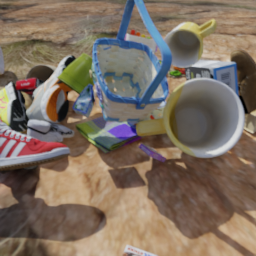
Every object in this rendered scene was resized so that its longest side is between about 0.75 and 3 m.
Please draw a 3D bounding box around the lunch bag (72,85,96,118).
[{"bbox_3d":[-1.092,-0.710,7.384,0.486,0.763,0.649,20,-9,-1],"label":"lunch bag"}]

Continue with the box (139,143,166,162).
[{"bbox_3d":[0.675,0.693,7.754,0.514,0.147,0.751,36,6,38],"label":"box"}]

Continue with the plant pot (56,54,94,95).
[{"bbox_3d":[-1.347,-1.569,8.248,1.086,1.086,1.046,32,85,40],"label":"plant pot"}]

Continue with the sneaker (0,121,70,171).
[{"bbox_3d":[-2.613,0.219,6.280,2.491,1.401,0.887,-7,-10,-3],"label":"sneaker"}]

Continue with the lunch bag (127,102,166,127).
[{"bbox_3d":[0.551,-0.682,9.285,1.444,0.681,1.802,-13,31,-7],"label":"lunch bag"}]

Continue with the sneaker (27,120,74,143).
[{"bbox_3d":[-2.371,0.349,8.339,0.632,0.967,1.683,22,4,31],"label":"sneaker"}]

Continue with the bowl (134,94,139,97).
[{"bbox_3d":[0.216,-1.105,9.068,0.785,0.353,0.785,-9,26,5],"label":"bowl"}]

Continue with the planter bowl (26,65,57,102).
[{"bbox_3d":[-2.927,-1.631,10.687,1.601,1.601,1.077,11,19,17],"label":"planter bowl"}]

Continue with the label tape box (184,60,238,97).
[{"bbox_3d":[2.457,-1.206,9.093,0.834,1.809,2.524,-18,20,-14],"label":"label tape box"}]

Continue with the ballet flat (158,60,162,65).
[{"bbox_3d":[0.819,-1.750,10.339,0.697,0.700,2.087,-1,-13,-18],"label":"ballet flat"}]

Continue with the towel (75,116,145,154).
[{"bbox_3d":[-0.225,-0.112,9.319,2.576,0.293,1.850,-24,40,-33],"label":"towel"}]

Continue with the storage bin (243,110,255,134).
[{"bbox_3d":[4.292,-0.544,9.551,1.401,0.656,1.391,-17,32,-20],"label":"storage bin"}]

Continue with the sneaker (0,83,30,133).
[{"bbox_3d":[-4.083,-0.478,9.427,1.186,1.026,2.627,-29,39,-3],"label":"sneaker"}]

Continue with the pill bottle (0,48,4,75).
[{"bbox_3d":[-7.399,-3.130,12.839,2.904,1.618,1.618,-7,33,-11],"label":"pill bottle"}]

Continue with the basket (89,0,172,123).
[{"bbox_3d":[0.082,-1.355,6.440,1.714,2.465,2.173,0,52,-26],"label":"basket"}]

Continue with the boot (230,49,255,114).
[{"bbox_3d":[3.502,-1.369,8.496,0.765,2.027,0.746,-34,18,-29],"label":"boot"}]

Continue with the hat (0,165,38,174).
[{"bbox_3d":[-3.371,0.702,7.470,0.753,1.867,1.867,-49,44,0],"label":"hat"}]

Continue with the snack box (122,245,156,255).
[{"bbox_3d":[0.349,2.549,5.324,0.949,0.115,0.341,12,35,18],"label":"snack box"}]

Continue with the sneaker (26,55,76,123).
[{"bbox_3d":[-2.495,-1.340,9.345,1.355,1.115,2.945,-8,43,27],"label":"sneaker"}]

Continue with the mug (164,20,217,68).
[{"bbox_3d":[1.617,-2.229,7.247,1.258,1.008,1.033,6,38,20],"label":"mug"}]

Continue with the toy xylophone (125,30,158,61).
[{"bbox_3d":[0.399,-2.752,9.501,1.190,0.871,0.299,20,22,-2],"label":"toy xylophone"}]

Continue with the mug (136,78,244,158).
[{"bbox_3d":[1.588,-0.253,7.476,2.349,1.881,1.928,23,-4,4],"label":"mug"}]

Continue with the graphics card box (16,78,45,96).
[{"bbox_3d":[-3.168,-1.366,10.115,0.906,0.367,1.444,-4,-12,25],"label":"graphics card box"}]

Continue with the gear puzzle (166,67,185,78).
[{"bbox_3d":[2.320,-2.784,13.511,2.302,0.301,1.192,-12,34,-18],"label":"gear puzzle"}]
